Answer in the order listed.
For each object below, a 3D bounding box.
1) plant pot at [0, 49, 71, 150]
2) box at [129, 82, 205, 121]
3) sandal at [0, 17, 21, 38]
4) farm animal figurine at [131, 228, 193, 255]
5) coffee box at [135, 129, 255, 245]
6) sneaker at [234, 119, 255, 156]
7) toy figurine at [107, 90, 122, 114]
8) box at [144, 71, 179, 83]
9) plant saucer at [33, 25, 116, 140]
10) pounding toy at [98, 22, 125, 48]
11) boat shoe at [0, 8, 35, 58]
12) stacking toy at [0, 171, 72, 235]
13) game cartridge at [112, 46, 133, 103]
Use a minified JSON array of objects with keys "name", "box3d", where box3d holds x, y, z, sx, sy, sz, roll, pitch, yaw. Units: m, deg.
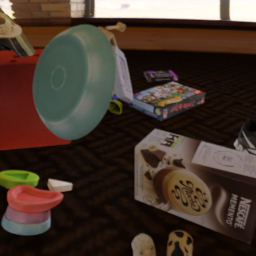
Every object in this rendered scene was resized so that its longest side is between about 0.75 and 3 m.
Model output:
[{"name":"plant pot","box3d":[-3.487,-1.143,9.371,2.910,2.564,2.907,-4,28,-9]},{"name":"box","box3d":[1.644,-1.194,11.701,2.713,0.511,1.853,-22,34,-36]},{"name":"sandal","box3d":[-2.092,-1.670,4.614,0.330,0.296,0.900,41,42,6]},{"name":"farm animal figurine","box3d":[0.919,2.304,4.482,1.682,0.877,1.664,-1,27,-2]},{"name":"coffee box","box3d":[1.505,1.157,6.060,2.615,1.478,1.044,15,31,27]},{"name":"sneaker","box3d":[3.848,0.580,7.482,0.888,1.209,2.671,-8,29,-14]},{"name":"toy figurine","box3d":[-0.802,-1.420,11.566,2.202,1.161,1.319,19,27,30]},{"name":"box","box3d":[1.745,-2.757,15.001,1.647,0.297,1.177,-2,27,-7]},{"name":"plant saucer","box3d":[-1.364,-1.032,6.070,2.572,2.572,0.462,24,10,38]},{"name":"pounding toy","box3d":[-0.806,-2.981,9.371,0.714,1.370,1.560,34,78,21]},{"name":"boat shoe","box3d":[-3.507,-2.564,7.590,0.974,1.059,2.964,-38,55,-11]},{"name":"stacking toy","box3d":[-2.472,1.685,6.238,2.195,0.927,1.987,11,3,14]},{"name":"game cartridge","box3d":[-0.243,-1.646,8.717,0.337,1.650,1.098,-13,-9,13]}]
